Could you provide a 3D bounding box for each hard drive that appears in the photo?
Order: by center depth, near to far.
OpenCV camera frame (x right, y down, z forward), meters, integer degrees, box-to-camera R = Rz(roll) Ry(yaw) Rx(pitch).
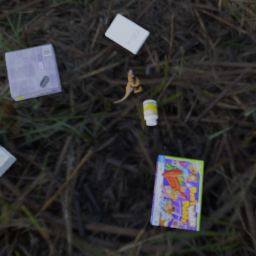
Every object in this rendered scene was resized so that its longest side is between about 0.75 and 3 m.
[{"bbox_3d":[-0.042,-3.420,10.214,1.356,0.181,0.894,35,93,10],"label":"hard drive"}]

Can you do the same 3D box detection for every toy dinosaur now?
[{"bbox_3d":[0.075,-1.345,9.597,0.730,0.415,1.375,-1,60,32],"label":"toy dinosaur"}]

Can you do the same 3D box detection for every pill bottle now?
[{"bbox_3d":[0.758,-0.496,9.446,0.441,0.441,0.782,-3,74,-1],"label":"pill bottle"}]

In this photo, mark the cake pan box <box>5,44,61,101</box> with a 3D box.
[{"bbox_3d":[-3.334,-1.986,9.835,1.666,0.473,1.809,-14,76,-6],"label":"cake pan box"}]

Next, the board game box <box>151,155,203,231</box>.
[{"bbox_3d":[1.525,1.999,8.723,1.408,0.469,2.093,7,76,0],"label":"board game box"}]

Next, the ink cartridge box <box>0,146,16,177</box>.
[{"bbox_3d":[-4.521,0.929,8.996,1.365,0.567,1.001,37,78,9],"label":"ink cartridge box"}]
